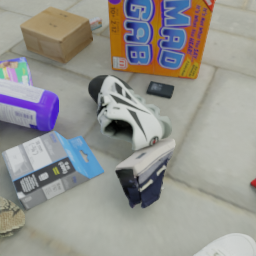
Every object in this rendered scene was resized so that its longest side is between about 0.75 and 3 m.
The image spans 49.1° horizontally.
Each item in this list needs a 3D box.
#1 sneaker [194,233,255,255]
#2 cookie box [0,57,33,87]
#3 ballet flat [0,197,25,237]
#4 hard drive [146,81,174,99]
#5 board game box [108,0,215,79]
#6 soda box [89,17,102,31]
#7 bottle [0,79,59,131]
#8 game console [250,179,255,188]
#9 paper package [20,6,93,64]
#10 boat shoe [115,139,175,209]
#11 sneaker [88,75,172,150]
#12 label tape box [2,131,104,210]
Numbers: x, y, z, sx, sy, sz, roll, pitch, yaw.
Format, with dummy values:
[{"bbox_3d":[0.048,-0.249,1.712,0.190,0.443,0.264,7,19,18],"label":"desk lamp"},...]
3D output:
[{"bbox_3d":[1.316,2.636,4.654,2.716,1.353,1.017,-28,53,-24],"label":"sneaker"},{"bbox_3d":[-3.921,-1.320,8.577,1.812,0.681,1.550,-15,52,-12],"label":"cookie box"},{"bbox_3d":[-3.429,1.520,5.702,2.594,0.977,0.880,18,56,6],"label":"ballet flat"},{"bbox_3d":[1.028,-1.209,8.857,0.780,0.128,0.544,13,50,12],"label":"hard drive"},{"bbox_3d":[1.109,-3.813,9.270,2.927,2.927,2.929,8,49,7],"label":"board game box"},{"bbox_3d":[-1.497,-4.162,11.337,0.932,0.319,0.296,-34,57,-26],"label":"soda box"},{"bbox_3d":[-3.342,-0.732,7.361,2.919,1.219,0.953,14,63,-4],"label":"bottle"},{"bbox_3d":[3.638,1.429,6.514,1.110,0.659,0.956,-27,84,-19],"label":"game console"},{"bbox_3d":[-2.571,-3.430,10.243,1.927,0.997,1.836,23,53,20],"label":"paper package"},{"bbox_3d":[0.554,1.013,6.571,0.812,1.008,2.175,-10,11,40],"label":"boat shoe"},{"bbox_3d":[-0.383,-0.466,7.360,1.319,1.105,2.981,-29,47,-30],"label":"sneaker"},{"bbox_3d":[-1.782,0.824,6.729,1.976,0.626,1.425,-24,53,-20],"label":"label tape box"}]
